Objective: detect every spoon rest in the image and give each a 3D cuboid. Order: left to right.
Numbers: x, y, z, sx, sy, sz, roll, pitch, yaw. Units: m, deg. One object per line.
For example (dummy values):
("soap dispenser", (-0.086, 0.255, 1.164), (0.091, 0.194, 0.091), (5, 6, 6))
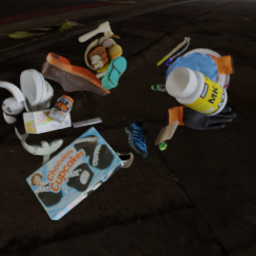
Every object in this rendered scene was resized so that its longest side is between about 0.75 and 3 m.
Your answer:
("spoon rest", (-4.197, -0.921, 8.135), (2.185, 0.662, 1.086), (-7, 18, 5))

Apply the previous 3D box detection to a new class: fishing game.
("fishing game", (2.268, -1.860, 10.087), (2.638, 1.889, 0.410), (35, 29, -27))

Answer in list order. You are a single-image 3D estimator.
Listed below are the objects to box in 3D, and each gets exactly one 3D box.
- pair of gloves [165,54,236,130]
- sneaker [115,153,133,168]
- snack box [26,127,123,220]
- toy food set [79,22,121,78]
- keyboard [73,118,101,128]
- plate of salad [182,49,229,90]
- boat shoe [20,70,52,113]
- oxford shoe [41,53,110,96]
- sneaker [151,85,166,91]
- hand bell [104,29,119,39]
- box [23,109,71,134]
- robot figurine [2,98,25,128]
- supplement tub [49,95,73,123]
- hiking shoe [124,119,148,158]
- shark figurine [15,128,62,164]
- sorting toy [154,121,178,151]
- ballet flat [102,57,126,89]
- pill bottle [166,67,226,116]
("pair of gloves", (2.673, -1.328, 10.453), (2.517, 2.825, 0.349), (-2, 2, 12))
("sneaker", (-0.536, 0.950, 8.447), (1.450, 0.548, 0.511), (-5, 52, -26))
("snack box", (-1.332, 1.118, 7.062), (2.140, 0.397, 1.243), (-39, 70, -7))
("toy food set", (-1.153, -3.414, 13.120), (1.798, 2.604, 0.523), (-31, 53, -6))
("keyboard", (-1.605, -0.205, 10.980), (1.089, 0.058, 0.306), (-13, 29, -18))
("plate of salad", (2.842, -1.981, 11.065), (2.189, 2.189, 0.526), (15, 16, 22))
("boat shoe", (-3.025, -1.197, 9.579), (0.885, 2.693, 0.969), (-31, 77, -27))
("oxford shoe", (-1.907, -1.734, 10.366), (2.627, 0.958, 0.936), (25, 19, -28))
("sneaker", (1.495, -1.885, 13.192), (0.801, 0.312, 0.341), (-3, 2, 8))
("hand bell", (-0.690, -4.192, 12.721), (0.761, 0.396, 0.396), (34, 45, 29))
("box", (-2.805, -0.273, 9.753), (0.768, 0.692, 1.366), (1, 11, 44))
("robot figurine", (-4.015, -0.527, 9.857), (0.863, 1.149, 0.717), (1, 51, -14))
("supplement tub", (-2.225, -0.637, 9.399), (0.525, 0.525, 0.857), (15, 67, 22))
("hiking shoe", (0.355, 0.317, 9.386), (0.688, 0.591, 1.587), (-42, 41, 14))
("shark figurine", (-2.862, 0.551, 8.593), (1.483, 0.886, 0.619), (21, 7, -45))
("sorting toy", (1.196, 0.325, 9.169), (0.167, 0.837, 1.132), (38, 60, -12))
("ballet flat", (-0.481, -1.671, 8.510), (0.518, 0.496, 1.472), (-23, 31, 33))
("pill bottle", (2.257, -1.205, 9.281), (2.013, 1.150, 1.150), (17, 18, -39))
